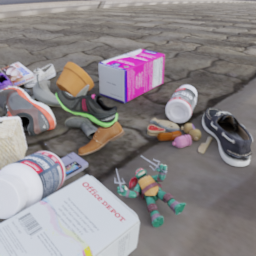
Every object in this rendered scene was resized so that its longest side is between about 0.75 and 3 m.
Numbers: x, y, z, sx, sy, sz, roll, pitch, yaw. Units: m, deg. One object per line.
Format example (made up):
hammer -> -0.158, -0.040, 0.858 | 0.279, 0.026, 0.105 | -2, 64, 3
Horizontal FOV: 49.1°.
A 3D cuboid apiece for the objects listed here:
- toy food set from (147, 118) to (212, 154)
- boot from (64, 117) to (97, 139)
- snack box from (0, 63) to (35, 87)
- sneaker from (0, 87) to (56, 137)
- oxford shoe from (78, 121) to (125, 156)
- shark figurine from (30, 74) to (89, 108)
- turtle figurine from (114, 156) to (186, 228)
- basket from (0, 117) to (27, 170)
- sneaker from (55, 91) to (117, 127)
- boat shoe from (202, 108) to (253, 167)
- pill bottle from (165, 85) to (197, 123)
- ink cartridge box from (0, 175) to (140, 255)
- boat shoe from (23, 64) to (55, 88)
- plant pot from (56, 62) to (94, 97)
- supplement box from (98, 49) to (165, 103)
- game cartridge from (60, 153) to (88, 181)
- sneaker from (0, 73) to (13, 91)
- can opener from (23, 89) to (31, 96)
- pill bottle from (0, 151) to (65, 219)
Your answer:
toy food set -> 1.565, 0.152, 9.248 | 2.217, 0.349, 1.409 | 16, 35, 25
boot -> -1.506, 0.035, 9.423 | 1.018, 0.406, 1.120 | -9, 38, -25
snack box -> -5.317, -2.571, 13.362 | 1.000, 0.338, 2.781 | -28, 35, -21
sneaker -> -3.908, -0.562, 9.753 | 3.000, 1.156, 1.228 | 21, 44, 32
oxford shoe -> -0.894, 0.314, 8.505 | 1.552, 0.553, 0.554 | -32, 17, -12
shark figurine -> -3.139, -1.513, 11.148 | 3.170, 1.323, 1.894 | 23, 40, 36
turtle figurine -> 0.505, 1.406, 6.651 | 1.291, 0.868, 1.725 | -41, 52, 4
basket -> -3.627, 0.454, 7.940 | 1.212, 1.223, 0.984 | -6, 34, -10
sneaker -> -1.398, -0.843, 9.785 | 2.287, 0.958, 0.878 | 22, 22, -3
boat shoe -> 3.133, -0.012, 8.987 | 1.098, 0.896, 2.971 | 2, 31, 1
pill bottle -> 2.040, -0.951, 10.483 | 0.935, 0.935, 1.642 | 11, 34, 18
ink cartridge box -> -1.162, 2.154, 5.308 | 2.317, 0.960, 1.689 | -26, 43, -36
boat shoe -> -4.211, -2.501, 13.301 | 0.679, 0.620, 1.887 | 19, 39, 31
plant pot -> -2.278, -1.860, 11.598 | 1.433, 1.433, 1.003 | 27, 71, 37
supplement box -> 0.224, -2.365, 12.334 | 1.453, 1.484, 2.872 | 22, 36, 33
game cartridge -> -1.785, 1.124, 7.810 | 1.161, 0.223, 0.753 | -28, 37, -37
sneaker -> -5.596, -2.072, 12.407 | 0.848, 0.878, 2.104 | -27, 40, -36
can opener -> -4.878, -1.340, 11.588 | 1.657, 0.551, 0.436 | -22, 36, -38
pill bottle -> -2.260, 1.234, 6.247 | 1.092, 1.092, 1.826 | 6, 10, 11
